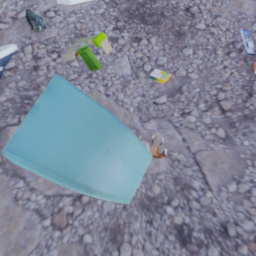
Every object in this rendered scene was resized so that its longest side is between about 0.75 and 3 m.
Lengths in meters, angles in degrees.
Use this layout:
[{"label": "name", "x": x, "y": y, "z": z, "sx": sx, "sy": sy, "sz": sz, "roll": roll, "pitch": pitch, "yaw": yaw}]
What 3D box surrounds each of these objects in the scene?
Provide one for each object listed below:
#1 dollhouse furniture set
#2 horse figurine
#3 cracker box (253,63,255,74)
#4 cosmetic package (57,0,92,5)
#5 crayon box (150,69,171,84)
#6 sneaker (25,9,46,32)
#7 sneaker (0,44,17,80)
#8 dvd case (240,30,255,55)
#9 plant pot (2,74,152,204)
[{"label": "dollhouse furniture set", "x": -1.110, "y": -2.015, "z": 7.606, "sx": 1.264, "sy": 0.634, "sz": 0.828, "roll": 5, "pitch": 51, "yaw": 45}, {"label": "horse figurine", "x": 0.457, "y": 0.523, "z": 7.322, "sx": 1.170, "sy": 0.292, "sz": 0.775, "roll": -1, "pitch": 48, "yaw": 13}, {"label": "cracker box", "x": 6.022, "y": -2.635, "z": 12.450, "sx": 0.785, "sy": 0.226, "sz": 0.526, "roll": 7, "pitch": 52, "yaw": 5}, {"label": "cosmetic package", "x": -1.371, "y": -4.671, "z": 9.245, "sx": 1.920, "sy": 0.815, "sz": 1.033, "roll": -28, "pitch": 37, "yaw": -28}, {"label": "crayon box", "x": 1.410, "y": -2.223, "z": 12.136, "sx": 0.814, "sy": 0.210, "sz": 0.512, "roll": 25, "pitch": 56, "yaw": 19}, {"label": "sneaker", "x": -4.870, "y": -5.600, "z": 14.641, "sx": 0.701, "sy": 0.667, "sz": 1.770, "roll": -16, "pitch": 59, "yaw": -28}, {"label": "sneaker", "x": -3.516, "y": -1.326, "z": 7.225, "sx": 1.970, "sy": 0.832, "sz": 0.738, "roll": -47, "pitch": 38, "yaw": -16}, {"label": "dvd case", "x": 4.112, "y": -2.924, "z": 9.586, "sx": 0.625, "sy": 0.077, "sz": 0.876, "roll": -12, "pitch": 86, "yaw": -43}, {"label": "plant pot", "x": -0.991, "y": 0.552, "z": 6.346, "sx": 2.666, "sy": 1.884, "sz": 1.883, "roll": 32, "pitch": 71, "yaw": -8}]
